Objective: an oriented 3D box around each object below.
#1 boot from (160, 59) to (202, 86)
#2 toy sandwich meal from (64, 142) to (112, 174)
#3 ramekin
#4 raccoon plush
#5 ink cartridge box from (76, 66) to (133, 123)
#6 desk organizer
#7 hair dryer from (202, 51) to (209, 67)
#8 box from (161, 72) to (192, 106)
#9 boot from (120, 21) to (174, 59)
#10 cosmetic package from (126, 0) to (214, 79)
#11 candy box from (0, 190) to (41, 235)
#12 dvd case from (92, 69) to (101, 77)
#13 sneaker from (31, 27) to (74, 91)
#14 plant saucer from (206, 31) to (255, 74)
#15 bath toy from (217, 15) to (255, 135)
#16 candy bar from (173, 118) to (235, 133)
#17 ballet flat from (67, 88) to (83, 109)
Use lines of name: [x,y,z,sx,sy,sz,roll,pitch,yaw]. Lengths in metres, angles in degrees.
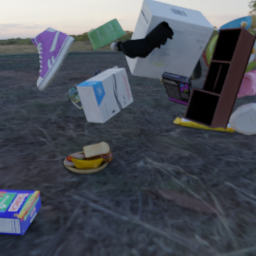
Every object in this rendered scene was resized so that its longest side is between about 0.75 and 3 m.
boot: [1.986,-2.980,11.624,0.855,2.369,1.789,-9,-2,-45]
toy sandwich meal: [-1.247,0.897,8.740,1.543,0.528,1.543,0,20,0]
ramekin: [-0.627,-2.626,7.799,1.026,0.501,1.026,-25,20,10]
raccoon plush: [0.203,-2.801,11.536,2.107,1.411,1.019,2,-12,38]
ink cartridge box: [-0.543,-1.112,8.652,0.670,1.163,2.008,4,30,37]
desk organizer: [1.942,-1.056,5.990,0.749,2.090,0.805,24,16,37]
hair dryer: [3.577,-2.789,11.805,1.413,0.384,1.077,24,48,-33]
box: [1.383,-1.020,7.576,0.780,1.090,0.197,22,69,33]
boot: [0.520,-2.248,7.152,1.076,0.486,1.314,-33,-10,34]
cosmetic package: [1.224,-2.682,8.908,2.023,2.029,1.248,4,45,-19]
candy box: [-2.725,1.842,6.242,1.217,0.469,1.029,2,19,3]
dvd case: [-1.121,-1.770,10.770,0.069,0.867,0.644,-3,28,18]
sneaker: [-3.091,-2.588,10.326,1.306,2.291,0.830,26,-9,-12]
plant saucer: [3.828,-2.813,10.247,1.917,1.917,0.298,9,-7,23]
bath toy: [2.931,-1.229,6.842,1.197,2.752,1.017,-5,10,27]
candy bar: [3.272,-0.143,11.967,2.596,0.288,0.647,8,22,23]
ballet flat: [-1.381,-0.824,9.415,1.563,0.580,0.580,25,29,22]
